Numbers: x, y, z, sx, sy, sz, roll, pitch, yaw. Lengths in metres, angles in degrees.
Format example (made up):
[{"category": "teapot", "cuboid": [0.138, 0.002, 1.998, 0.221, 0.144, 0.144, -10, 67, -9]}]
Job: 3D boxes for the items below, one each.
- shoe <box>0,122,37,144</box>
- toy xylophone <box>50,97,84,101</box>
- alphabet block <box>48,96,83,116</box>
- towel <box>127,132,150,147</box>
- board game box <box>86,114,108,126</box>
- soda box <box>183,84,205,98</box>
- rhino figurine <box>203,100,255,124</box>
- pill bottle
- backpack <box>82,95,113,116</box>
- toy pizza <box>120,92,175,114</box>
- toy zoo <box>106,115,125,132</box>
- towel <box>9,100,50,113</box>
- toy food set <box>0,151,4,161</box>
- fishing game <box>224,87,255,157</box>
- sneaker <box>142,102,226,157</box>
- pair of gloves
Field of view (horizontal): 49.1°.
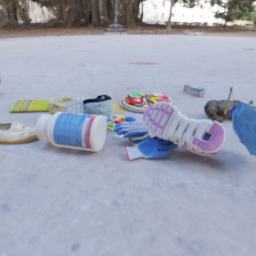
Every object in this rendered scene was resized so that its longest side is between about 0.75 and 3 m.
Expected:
[{"category": "shoe", "cuboid": [-4.437, 0.152, 10.108, 2.407, 0.642, 0.841, -3, 24, -7]}, {"category": "toy xylophone", "cuboid": [-2.852, -1.195, 13.084, 1.566, 0.393, 1.147, -11, 30, -24]}, {"category": "alphabet block", "cuboid": [-2.543, -0.661, 11.551, 1.027, 1.004, 1.009, 14, 25, 31]}, {"category": "towel", "cuboid": [0.367, 0.306, 10.075, 0.753, 0.389, 0.910, -6, 25, -13]}, {"category": "board game box", "cuboid": [-1.584, -0.059, 10.731, 1.266, 0.361, 1.293, 7, 32, 17]}, {"category": "soda box", "cuboid": [3.627, -2.060, 15.415, 0.417, 0.448, 1.311, -14, 27, -28]}, {"category": "rhino figurine", "cuboid": [4.590, -0.781, 12.036, 2.813, 0.841, 1.230, -2, 23, -8]}, {"category": "pill bottle", "cuboid": [-1.936, 0.090, 9.498, 2.175, 1.220, 1.220, 6, 24, 14]}, {"category": "backpack", "cuboid": [-1.249, -0.905, 12.107, 1.413, 0.894, 1.179, 3, 23, 45]}, {"category": "toy pizza", "cuboid": [0.957, -1.359, 13.821, 2.746, 0.435, 2.746, 0, 24, 0]}, {"category": "toy zoo", "cuboid": [-0.584, -0.251, 11.647, 0.977, 0.152, 1.489, 16, 29, 33]}, {"category": "towel", "cuboid": [-4.061, -1.022, 13.376, 2.857, 0.258, 1.229, -1, 29, -6]}, {"category": "toy food set", "cuboid": [-4.714, 0.972, 8.669, 1.341, 0.405, 0.962, 12, 25, 6]}, {"category": "fishing game", "cuboid": [3.765, 0.080, 8.410, 0.409, 1.884, 2.631, -22, 50, -6]}, {"category": "sneaker", "cuboid": [1.766, 0.141, 9.013, 2.902, 1.167, 1.283, 26, -9, 34]}, {"category": "pair of gloves", "cuboid": [0.550, 0.254, 9.624, 1.839, 0.261, 2.288, -11, 42, -14]}]
